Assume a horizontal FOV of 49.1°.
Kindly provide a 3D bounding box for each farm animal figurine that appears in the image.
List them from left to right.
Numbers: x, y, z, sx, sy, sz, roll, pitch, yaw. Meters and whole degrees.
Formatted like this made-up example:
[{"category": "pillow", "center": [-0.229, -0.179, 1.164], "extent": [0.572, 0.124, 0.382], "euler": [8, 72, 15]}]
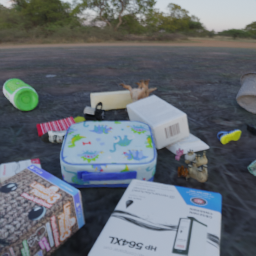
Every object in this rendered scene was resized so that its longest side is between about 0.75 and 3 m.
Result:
[{"category": "farm animal figurine", "center": [1.880, 1.148, 8.287], "extent": [0.970, 0.604, 1.201], "euler": [-2, 29, 12]}]

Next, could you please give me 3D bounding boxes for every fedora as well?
[{"category": "fedora", "center": [6.278, -1.522, 13.789], "extent": [1.181, 2.312, 2.615], "euler": [-39, 29, -13]}]

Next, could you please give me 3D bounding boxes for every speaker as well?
[{"category": "speaker", "center": [-5.796, -1.816, 14.988], "extent": [1.313, 1.313, 2.969], "euler": [-14, 25, -31]}]

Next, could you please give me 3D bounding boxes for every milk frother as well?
[{"category": "milk frother", "center": [-1.568, -0.808, 12.721], "extent": [0.886, 0.942, 0.850], "euler": [11, 16, 15]}]

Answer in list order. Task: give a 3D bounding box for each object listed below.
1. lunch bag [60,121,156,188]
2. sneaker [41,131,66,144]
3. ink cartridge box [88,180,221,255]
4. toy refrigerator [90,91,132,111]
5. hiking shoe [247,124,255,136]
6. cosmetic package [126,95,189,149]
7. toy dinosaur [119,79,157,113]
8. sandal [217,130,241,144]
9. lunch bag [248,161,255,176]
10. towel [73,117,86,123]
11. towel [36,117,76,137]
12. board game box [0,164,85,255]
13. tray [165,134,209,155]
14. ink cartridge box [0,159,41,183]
[{"category": "lunch bag", "center": [-0.582, 0.774, 8.323], "extent": [2.734, 1.127, 2.198], "euler": [-1, 34, -4]}, {"category": "sneaker", "center": [-2.693, 0.353, 10.624], "extent": [1.173, 0.435, 0.519], "euler": [-10, 21, -21]}, {"category": "ink cartridge box", "center": [0.581, 2.211, 4.976], "extent": [1.973, 1.139, 2.702], "euler": [7, 23, 17]}, {"category": "toy refrigerator", "center": [-0.658, -1.415, 14.588], "extent": [2.430, 0.850, 0.923], "euler": [-6, 16, -18]}, {"category": "hiking shoe", "center": [5.267, 0.055, 11.472], "extent": [0.481, 0.362, 0.955], "euler": [-5, 21, -3]}, {"category": "cosmetic package", "center": [1.065, -0.313, 10.864], "extent": [1.352, 0.950, 2.666], "euler": [-21, 28, -12]}, {"category": "toy dinosaur", "center": [0.553, -1.398, 13.692], "extent": [1.117, 1.764, 2.603], "euler": [-7, 6, 32]}, {"category": "sandal", "center": [3.884, 0.274, 10.806], "extent": [1.108, 0.440, 0.482], "euler": [-10, 28, -28]}, {"category": "lunch bag", "center": [4.497, 1.054, 8.229], "extent": [1.274, 0.912, 1.496], "euler": [-24, 15, -31]}, {"category": "towel", "center": [-2.360, -0.245, 12.614], "extent": [0.527, 0.110, 1.224], "euler": [13, 24, 21]}, {"category": "towel", "center": [-3.014, -0.066, 11.800], "extent": [1.602, 0.180, 1.159], "euler": [-13, 25, -15]}, {"category": "board game box", "center": [-2.177, 1.865, 5.628], "extent": [1.600, 0.972, 2.007], "euler": [19, 36, 32]}, {"category": "tray", "center": [1.792, 0.279, 11.010], "extent": [1.448, 0.299, 2.696], "euler": [-8, 23, -22]}, {"category": "ink cartridge box", "center": [-3.092, 1.335, 8.110], "extent": [1.100, 0.459, 0.799], "euler": [-8, 23, -19]}]
